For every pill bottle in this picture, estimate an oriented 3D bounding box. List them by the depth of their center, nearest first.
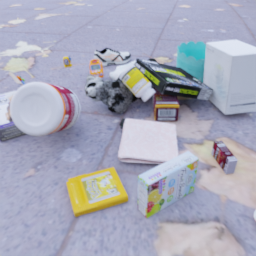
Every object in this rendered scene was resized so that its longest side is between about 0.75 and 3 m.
[{"bbox_3d":[-2.622,-0.658,9.675,1.651,1.651,2.923,3,5,5],"label":"pill bottle"},{"bbox_3d":[0.388,-1.712,10.970,1.388,0.781,0.781,48,47,2],"label":"pill bottle"}]

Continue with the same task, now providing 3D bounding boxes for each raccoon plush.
[{"bbox_3d":[-0.616,-1.505,12.367,1.900,1.372,2.836,28,13,36],"label":"raccoon plush"}]

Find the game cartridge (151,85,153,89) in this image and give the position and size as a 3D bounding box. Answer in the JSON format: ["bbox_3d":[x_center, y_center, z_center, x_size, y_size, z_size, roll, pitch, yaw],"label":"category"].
[{"bbox_3d":[0.557,-1.916,12.829,1.595,0.331,1.062,-3,1,25],"label":"game cartridge"}]

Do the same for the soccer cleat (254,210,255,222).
[{"bbox_3d":[4.231,1.980,7.407,2.134,0.909,0.732,-13,37,-18],"label":"soccer cleat"}]

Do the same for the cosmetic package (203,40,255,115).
[{"bbox_3d":[4.342,-2.214,11.839,1.510,2.457,2.449,-6,28,-7],"label":"cosmetic package"}]

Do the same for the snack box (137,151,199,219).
[{"bbox_3d":[1.100,1.543,7.712,1.788,1.272,0.474,-21,39,-28],"label":"snack box"}]

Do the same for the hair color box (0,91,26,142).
[{"bbox_3d":[-4.758,-0.542,11.157,1.343,0.796,2.456,-20,41,-27],"label":"hair color box"}]

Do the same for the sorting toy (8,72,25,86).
[{"bbox_3d":[-4.897,-2.100,12.942,0.263,1.318,1.784,-46,53,-4],"label":"sorting toy"}]

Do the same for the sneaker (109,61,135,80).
[{"bbox_3d":[-0.122,-3.070,14.781,0.905,0.794,2.258,22,41,31],"label":"sneaker"}]

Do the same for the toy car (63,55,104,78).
[{"bbox_3d":[-2.367,-3.112,14.195,2.432,0.809,1.193,5,51,11],"label":"toy car"}]

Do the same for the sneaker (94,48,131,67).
[{"bbox_3d":[-0.889,-4.184,16.265,2.365,0.946,0.872,-16,36,-24],"label":"sneaker"}]

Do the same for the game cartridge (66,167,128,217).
[{"bbox_3d":[-0.948,1.819,8.221,1.560,0.253,1.375,-11,36,-18],"label":"game cartridge"}]

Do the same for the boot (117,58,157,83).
[{"bbox_3d":[0.490,-2.691,14.193,2.264,0.817,1.710,-30,6,10],"label":"boot"}]

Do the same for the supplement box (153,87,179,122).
[{"bbox_3d":[1.558,-1.030,11.842,0.964,0.748,1.748,1,34,2],"label":"supplement box"}]

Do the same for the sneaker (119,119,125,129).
[{"bbox_3d":[-0.128,-0.110,10.996,0.357,0.299,0.787,24,23,-16],"label":"sneaker"}]

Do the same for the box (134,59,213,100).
[{"bbox_3d":[1.910,-2.101,12.098,2.626,0.624,2.536,3,33,-32],"label":"box"}]

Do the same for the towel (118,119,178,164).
[{"bbox_3d":[0.734,0.479,9.842,1.984,0.335,2.077,7,39,2],"label":"towel"}]

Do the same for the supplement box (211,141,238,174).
[{"bbox_3d":[3.134,0.952,9.186,0.317,0.567,1.042,-6,35,-10],"label":"supplement box"}]

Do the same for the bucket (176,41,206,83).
[{"bbox_3d":[3.572,-3.201,14.156,2.475,1.610,2.475,2,38,-2],"label":"bucket"}]
